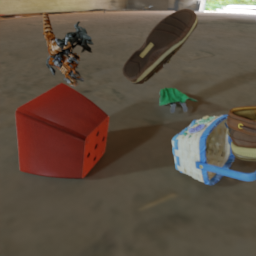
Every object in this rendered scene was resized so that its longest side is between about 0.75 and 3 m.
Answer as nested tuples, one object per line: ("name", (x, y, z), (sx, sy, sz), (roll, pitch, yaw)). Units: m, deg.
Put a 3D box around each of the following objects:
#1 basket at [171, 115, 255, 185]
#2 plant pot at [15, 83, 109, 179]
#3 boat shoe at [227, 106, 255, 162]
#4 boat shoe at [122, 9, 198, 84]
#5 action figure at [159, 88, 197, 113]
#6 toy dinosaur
("basket", (2.721, 0.640, 8.173), (2.585, 1.798, 2.280), (10, 30, 37))
("plant pot", (-1.847, 0.253, 8.711), (2.006, 2.274, 2.276), (19, 34, 14))
("boat shoe", (2.893, -0.054, 4.446), (2.782, 0.940, 1.001), (-7, 23, 45))
("boat shoe", (1.034, -2.463, 8.787), (1.021, 2.765, 1.023), (56, 14, 24))
("action figure", (2.017, -1.385, 12.892), (1.599, 0.740, 2.708), (-3, 23, -2))
("toy dinosaur", (-1.824, -2.323, 8.141), (1.453, 2.141, 1.094), (-30, 27, -8))
